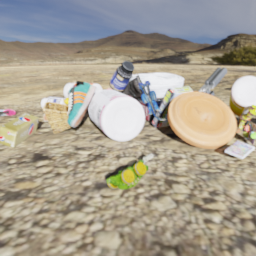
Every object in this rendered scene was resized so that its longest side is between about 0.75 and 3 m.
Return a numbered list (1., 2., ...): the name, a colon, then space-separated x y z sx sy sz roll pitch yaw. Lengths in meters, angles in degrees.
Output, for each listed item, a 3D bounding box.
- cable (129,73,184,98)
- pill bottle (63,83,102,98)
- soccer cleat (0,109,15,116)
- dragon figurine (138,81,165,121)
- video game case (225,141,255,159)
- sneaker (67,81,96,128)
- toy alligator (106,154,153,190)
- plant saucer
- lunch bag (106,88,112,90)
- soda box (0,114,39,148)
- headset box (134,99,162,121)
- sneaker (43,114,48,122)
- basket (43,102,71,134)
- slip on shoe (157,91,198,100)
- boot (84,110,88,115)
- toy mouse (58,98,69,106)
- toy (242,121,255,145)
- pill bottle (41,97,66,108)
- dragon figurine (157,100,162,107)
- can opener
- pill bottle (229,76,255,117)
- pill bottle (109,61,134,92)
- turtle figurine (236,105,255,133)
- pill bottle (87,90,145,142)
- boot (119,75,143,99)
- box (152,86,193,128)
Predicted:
1. cable: 1.563 -2.348 15.549 2.974 1.030 2.975 -13 23 -29
2. pill bottle: -2.651 -2.048 16.360 2.165 1.186 1.186 10 19 31
3. soccer cleat: -5.914 -0.753 13.507 0.919 0.321 0.397 -4 17 -13
4. dragon figurine: 0.766 -0.955 9.755 0.510 0.861 1.733 -20 43 4
5. video game case: 3.319 0.647 8.323 0.779 0.070 0.558 -25 35 -38
6. sneaker: -1.879 -0.907 10.135 0.870 0.777 2.177 23 44 -6
7. toy alligator: 0.180 1.123 6.891 0.642 0.465 1.936 -28 -4 40
8. plant saucer: 2.587 -0.383 9.729 2.433 0.393 2.433 5 52 -6
9. lunch bag: -0.530 -2.215 17.802 1.667 0.683 1.468 8 18 25
10. soda box: -3.877 0.051 10.004 0.598 0.632 1.867 18 17 -1
11. headset box: 1.154 -0.905 13.222 1.459 0.757 1.960 -9 16 -27
12. sneaker: -3.452 -0.421 12.409 0.372 0.332 0.932 0 9 -38
13. basket: -2.656 -0.600 11.158 1.060 1.107 1.485 -22 18 -3
14. slip on shoe: 2.944 -1.864 16.435 2.587 0.784 0.984 11 20 33
15. boot: -2.244 -0.684 12.593 0.906 0.394 1.089 -30 30 1
16. toy mouse: -2.263 -1.021 12.012 1.254 0.243 1.115 -8 -17 21
17. toy: 4.154 0.130 9.730 0.271 0.660 1.147 9 13 1
18. pill bottle: -3.681 -1.162 14.109 1.362 0.756 0.756 8 18 25
19. dragon figurine: 1.338 -0.948 11.867 0.221 0.374 0.753 29 -19 -3
20. can opener: 4.421 -2.205 14.731 0.644 0.807 2.415 15 53 47
21. pill bottle: 4.552 -1.090 10.829 1.175 1.175 2.151 5 -11 18
22. pill bottle: -0.239 -2.063 11.237 0.684 1.224 0.684 16 50 -19
23. turtle figurine: 4.157 -0.394 9.827 0.378 0.946 1.173 42 54 16
24. pill bottle: -0.618 -0.616 10.798 1.602 1.602 2.826 -6 17 -20
25. boot: -0.580 -1.439 13.416 2.582 1.027 2.966 -22 -1 -9
26. box: 1.711 -0.790 11.095 1.036 1.882 0.327 -11 53 -28
